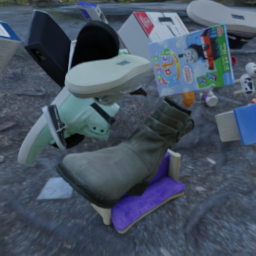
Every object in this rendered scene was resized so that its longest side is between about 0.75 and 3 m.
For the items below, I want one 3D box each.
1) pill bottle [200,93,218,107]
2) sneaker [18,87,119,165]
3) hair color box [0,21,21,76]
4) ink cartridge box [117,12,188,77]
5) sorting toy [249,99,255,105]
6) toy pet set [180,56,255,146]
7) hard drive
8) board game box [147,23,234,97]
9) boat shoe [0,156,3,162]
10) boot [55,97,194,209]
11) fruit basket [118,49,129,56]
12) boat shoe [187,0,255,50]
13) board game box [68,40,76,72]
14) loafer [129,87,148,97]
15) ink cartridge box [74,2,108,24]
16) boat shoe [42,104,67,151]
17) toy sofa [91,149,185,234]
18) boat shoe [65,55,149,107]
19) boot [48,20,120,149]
[{"bbox_3d":[3.689,-1.394,12.938,0.511,0.511,0.918,-7,32,-12],"label":"pill bottle"},{"bbox_3d":[-1.045,0.116,5.149,1.207,2.047,0.753,38,7,-12],"label":"sneaker"},{"bbox_3d":[-4.510,-1.752,8.046,0.877,2.898,1.449,51,25,13],"label":"hair color box"},{"bbox_3d":[1.126,-2.893,9.554,2.477,1.037,1.787,-22,79,-46],"label":"ink cartridge box"},{"bbox_3d":[6.016,-0.917,12.113,1.541,0.539,1.550,22,38,32],"label":"sorting toy"},{"bbox_3d":[2.794,-0.848,7.133,2.664,2.487,1.414,-15,0,-37],"label":"toy pet set"},{"bbox_3d":[-2.385,-2.511,9.540,0.552,2.609,1.760,-8,61,19],"label":"hard drive"},{"bbox_3d":[1.227,-1.288,5.545,1.491,1.128,0.273,-7,18,28],"label":"board game box"},{"bbox_3d":[-4.488,1.062,9.140,0.796,0.282,0.278,-15,7,-17],"label":"boat shoe"},{"bbox_3d":[0.168,0.220,4.760,1.008,1.944,2.976,39,7,21],"label":"boot"},{"bbox_3d":[-0.606,-2.422,10.722,2.158,1.092,2.330,-50,32,-19],"label":"fruit basket"},{"bbox_3d":[2.642,-2.862,8.142,2.389,1.108,0.892,7,63,-14],"label":"boat shoe"},{"bbox_3d":[-1.277,-2.354,9.207,1.287,0.353,2.039,-14,47,8],"label":"board game box"},{"bbox_3d":[0.250,-1.415,10.920,1.185,0.420,0.433,28,-4,35],"label":"loafer"},{"bbox_3d":[-1.352,-4.286,10.491,0.750,0.296,1.508,18,-4,16],"label":"ink cartridge box"},{"bbox_3d":[-1.147,-0.009,4.649,0.271,0.793,0.293,-20,12,-7],"label":"boat shoe"},{"bbox_3d":[0.348,1.522,7.535,2.605,1.079,1.271,-22,36,-31],"label":"toy sofa"},{"bbox_3d":[-0.237,-0.652,4.255,0.641,0.655,1.838,24,31,23],"label":"boat shoe"},{"bbox_3d":[-1.222,-0.951,7.178,1.141,3.031,2.266,22,51,-7],"label":"boot"}]
